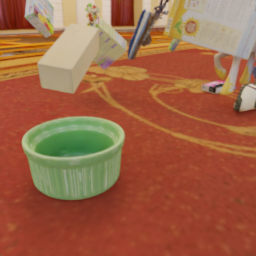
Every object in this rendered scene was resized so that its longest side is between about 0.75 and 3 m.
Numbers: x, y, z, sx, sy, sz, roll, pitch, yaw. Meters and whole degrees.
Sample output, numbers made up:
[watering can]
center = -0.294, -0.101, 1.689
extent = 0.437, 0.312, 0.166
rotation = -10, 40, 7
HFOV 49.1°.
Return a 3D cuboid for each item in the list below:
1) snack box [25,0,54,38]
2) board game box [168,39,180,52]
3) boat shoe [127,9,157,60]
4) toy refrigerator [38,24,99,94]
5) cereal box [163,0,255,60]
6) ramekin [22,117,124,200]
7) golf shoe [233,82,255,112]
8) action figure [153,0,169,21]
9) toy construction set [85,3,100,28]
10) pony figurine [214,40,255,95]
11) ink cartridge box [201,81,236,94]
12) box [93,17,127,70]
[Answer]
[snack box]
center = -2.297, -3.029, 7.321
extent = 0.293, 0.786, 1.105
rotation = -18, 59, 17
[board game box]
center = 2.040, -3.664, 11.878
extent = 0.123, 0.842, 0.567
rotation = 40, 15, 19
[boat shoe]
center = 0.672, -4.136, 12.838
extent = 0.832, 2.298, 0.830
rotation = 16, 22, -19
[toy refrigerator]
center = -1.344, -1.700, 6.729
extent = 0.775, 0.714, 2.040
rotation = 11, 45, 5
[cereal box]
center = 1.966, -2.477, 6.119
extent = 2.074, 1.492, 0.410
rotation = 11, 19, -17
[ramekin]
center = -1.254, 0.672, 6.748
extent = 2.342, 1.144, 2.342
rotation = 0, 23, 0
[golf shoe]
center = 5.328, -1.241, 11.397
extent = 2.848, 1.099, 1.254
rotation = -21, 39, -39
[action figure]
center = 1.622, -5.774, 13.373
extent = 0.903, 1.388, 0.482
rotation = 39, 31, 27
[toy construction set]
center = -1.320, -3.923, 10.018
extent = 0.577, 1.252, 0.821
rotation = 17, 57, -6
[pony figurine]
center = 3.115, -2.128, 6.944
extent = 2.154, 2.231, 1.858
rotation = -11, 24, -1
[ink cartridge box]
center = 4.707, -2.117, 14.363
extent = 1.873, 0.347, 0.887
rotation = -14, 27, -35
[box]
center = -1.247, -3.974, 13.330
extent = 1.600, 1.819, 0.879
rotation = -33, 39, 31
